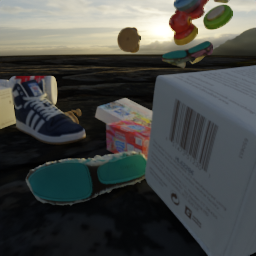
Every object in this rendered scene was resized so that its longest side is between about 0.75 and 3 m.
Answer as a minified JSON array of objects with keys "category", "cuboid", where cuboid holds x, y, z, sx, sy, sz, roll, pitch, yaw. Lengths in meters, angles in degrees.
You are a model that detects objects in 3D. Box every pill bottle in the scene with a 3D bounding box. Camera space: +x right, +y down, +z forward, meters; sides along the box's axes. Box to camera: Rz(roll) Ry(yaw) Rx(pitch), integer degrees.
[{"category":"pill bottle","cuboid":[-4.070,-1.503,11.388,2.142,1.203,1.203,-1,18,-3]}]

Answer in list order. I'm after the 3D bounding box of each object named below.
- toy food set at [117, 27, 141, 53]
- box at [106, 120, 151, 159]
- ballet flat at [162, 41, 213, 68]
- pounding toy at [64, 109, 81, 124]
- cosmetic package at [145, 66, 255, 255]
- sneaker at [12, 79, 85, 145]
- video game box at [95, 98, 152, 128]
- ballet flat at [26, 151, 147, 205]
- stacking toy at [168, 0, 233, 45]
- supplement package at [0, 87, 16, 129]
[{"category":"toy food set","cuboid":[0.034,-3.483,11.021,0.980,0.970,0.239,16,18,20]},{"category":"box","cuboid":[0.127,0.329,6.609,0.652,0.706,1.377,-13,21,-37]},{"category":"ballet flat","cuboid":[2.555,-3.022,11.943,2.141,0.762,0.740,-15,42,12]},{"category":"pounding toy","cuboid":[-1.813,-0.235,8.720,0.963,0.551,0.552,-14,12,22]},{"category":"cosmetic package","cuboid":[1.773,0.308,4.145,2.323,1.932,1.944,-10,31,-24]},{"category":"sneaker","cuboid":[-2.340,-0.526,7.886,2.792,1.515,0.979,14,23,37]},{"category":"video game box","cuboid":[0.164,-0.267,8.174,1.688,0.395,1.538,29,26,22]},{"category":"ballet flat","cuboid":[-0.679,0.914,5.099,2.221,0.797,0.797,-5,18,-23]},{"category":"stacking toy","cuboid":[2.064,-3.569,8.234,1.776,0.829,1.962,-11,52,35]},{"category":"supplement package","cuboid":[-4.758,-0.466,8.214,1.665,1.185,2.138,6,20,21]}]
